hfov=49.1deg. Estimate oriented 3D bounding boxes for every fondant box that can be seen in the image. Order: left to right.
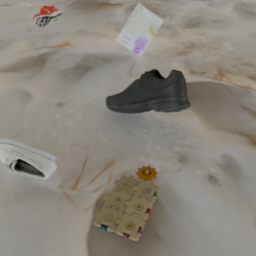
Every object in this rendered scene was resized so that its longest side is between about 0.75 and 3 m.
[{"bbox_3d":[0.453,-3.907,11.252,1.201,1.665,0.485,31,24,-10],"label":"fondant box"}]

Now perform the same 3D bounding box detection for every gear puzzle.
[{"bbox_3d":[0.099,1.561,6.323,1.079,0.273,2.084,13,39,18],"label":"gear puzzle"}]

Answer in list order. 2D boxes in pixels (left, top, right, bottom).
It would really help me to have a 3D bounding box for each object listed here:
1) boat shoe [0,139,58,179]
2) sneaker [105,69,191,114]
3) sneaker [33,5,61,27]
[{"bbox_3d":[-2.702,0.817,6.895,1.898,0.683,0.624,17,38,7],"label":"boat shoe"},{"bbox_3d":[0.491,-1.017,8.017,2.716,1.233,1.031,-1,4,33],"label":"sneaker"},{"bbox_3d":[-2.959,-4.007,9.899,0.588,0.533,1.384,45,37,-7],"label":"sneaker"}]
